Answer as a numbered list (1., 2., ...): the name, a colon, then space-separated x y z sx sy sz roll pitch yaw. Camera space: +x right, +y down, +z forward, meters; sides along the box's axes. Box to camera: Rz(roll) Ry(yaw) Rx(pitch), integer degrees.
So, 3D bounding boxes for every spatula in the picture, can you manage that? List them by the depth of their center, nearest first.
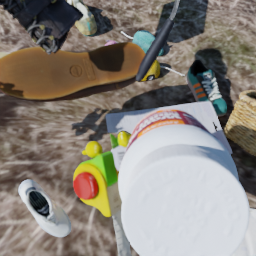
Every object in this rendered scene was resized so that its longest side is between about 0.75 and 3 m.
1. spatula: 0.695 -1.933 4.429 0.271 2.639 0.746 18 21 -13

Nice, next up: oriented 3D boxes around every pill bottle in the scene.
1. pill bottle: 0.610 0.561 3.748 1.396 1.396 2.548 5 11 4

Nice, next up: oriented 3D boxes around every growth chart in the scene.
1. growth chart: 2.192 2.355 5.579 2.537 0.225 1.836 8 55 6

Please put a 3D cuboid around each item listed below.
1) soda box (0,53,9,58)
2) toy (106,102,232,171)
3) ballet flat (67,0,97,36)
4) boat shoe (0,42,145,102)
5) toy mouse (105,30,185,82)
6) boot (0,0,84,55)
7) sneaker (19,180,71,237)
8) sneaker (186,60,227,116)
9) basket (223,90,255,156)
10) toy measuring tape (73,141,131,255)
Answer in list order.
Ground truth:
1. soda box: -3.542 -1.426 6.615 1.732 0.554 0.586 3 62 -6
2. toy: 0.897 0.252 6.858 2.731 0.645 1.572 -6 56 -8
3. ballet flat: -1.765 -4.206 10.040 0.817 0.817 2.313 -21 56 -15
4. boat shoe: -1.130 -1.062 5.814 2.996 1.054 1.055 -7 84 -13
5. toy mouse: 0.085 -2.551 8.955 2.911 0.563 2.587 -8 54 -6
6. boot: -1.806 -1.990 4.240 2.090 0.831 2.400 49 45 -20
7. sneaker: -1.132 1.180 3.856 0.383 1.049 0.371 -40 24 -14
8. sneaker: 2.183 -1.146 7.824 0.651 0.729 1.824 -17 56 -12
9. basket: 3.608 -0.111 6.567 1.483 1.548 2.077 -38 61 -24
10. toy measuring tape: -0.397 1.111 4.050 0.683 0.683 1.858 -11 94 -8
